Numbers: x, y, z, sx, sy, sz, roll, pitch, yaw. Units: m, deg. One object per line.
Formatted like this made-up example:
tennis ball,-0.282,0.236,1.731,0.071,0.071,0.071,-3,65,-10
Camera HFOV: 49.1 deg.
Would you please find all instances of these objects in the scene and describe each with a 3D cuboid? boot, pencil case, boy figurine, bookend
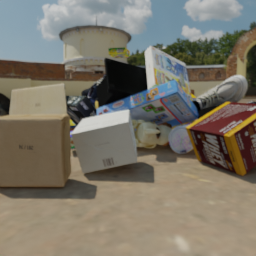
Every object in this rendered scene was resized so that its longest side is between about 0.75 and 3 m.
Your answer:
boot,-0.978,-1.594,10.372,0.497,1.366,0.617,38,17,37
pencil case,1.986,0.258,9.145,0.915,0.839,2.018,-15,0,24
boot,2.961,-0.935,9.786,1.143,0.879,2.391,-17,-17,-30
boy figurine,-1.285,-0.706,13.378,0.911,1.758,2.828,-18,49,-23
bookend,-0.129,-0.952,10.375,2.711,1.256,2.728,7,-31,-29

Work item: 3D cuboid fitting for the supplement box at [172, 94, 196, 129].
supplement box,1.561,-1.110,11.828,1.417,1.426,2.604,-7,39,-34

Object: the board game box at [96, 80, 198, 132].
board game box,0.692,-0.468,9.479,2.827,0.517,2.138,-18,-28,24

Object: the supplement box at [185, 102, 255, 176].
supplement box,2.625,0.179,6.972,1.550,1.043,1.571,-30,18,-19

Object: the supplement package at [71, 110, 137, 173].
supplement package,-0.506,0.280,6.818,1.307,1.005,1.367,-11,15,4

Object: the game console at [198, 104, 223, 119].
game console,2.693,-0.004,8.821,1.043,1.768,0.213,-13,-44,34

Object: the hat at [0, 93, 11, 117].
hat,-4.721,-0.254,10.865,2.188,2.188,0.882,5,42,36

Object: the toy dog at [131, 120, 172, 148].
toy dog,0.832,0.157,9.118,1.393,0.972,1.351,6,-22,-33

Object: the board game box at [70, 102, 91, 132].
board game box,-3.048,-0.501,12.874,2.801,0.483,1.896,-1,40,-12

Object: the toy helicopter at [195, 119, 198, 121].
toy helicopter,2.095,-0.210,12.339,2.377,0.937,1.572,-6,22,11

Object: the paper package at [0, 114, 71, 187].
paper package,-1.927,0.435,5.620,1.475,1.406,0.763,0,7,1

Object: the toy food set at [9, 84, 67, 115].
toy food set,-3.171,-0.538,10.138,1.936,0.815,2.699,-8,48,-9

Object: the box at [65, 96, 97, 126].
box,-1.629,-0.375,10.647,0.505,1.859,2.321,-47,27,-17

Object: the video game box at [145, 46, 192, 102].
video game box,1.391,-1.803,9.739,1.669,1.832,0.429,17,-37,-27

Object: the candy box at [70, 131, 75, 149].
candy box,-1.343,0.266,8.643,1.037,0.399,0.877,-16,13,-11

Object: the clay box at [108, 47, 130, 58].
clay box,-0.274,-2.287,8.524,0.520,0.215,0.905,-1,7,11

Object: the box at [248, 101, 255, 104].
box,3.922,-0.203,9.901,1.512,1.091,2.037,-17,-6,31
